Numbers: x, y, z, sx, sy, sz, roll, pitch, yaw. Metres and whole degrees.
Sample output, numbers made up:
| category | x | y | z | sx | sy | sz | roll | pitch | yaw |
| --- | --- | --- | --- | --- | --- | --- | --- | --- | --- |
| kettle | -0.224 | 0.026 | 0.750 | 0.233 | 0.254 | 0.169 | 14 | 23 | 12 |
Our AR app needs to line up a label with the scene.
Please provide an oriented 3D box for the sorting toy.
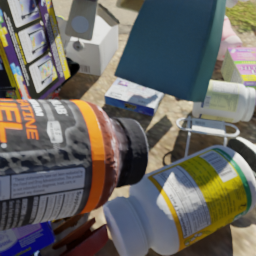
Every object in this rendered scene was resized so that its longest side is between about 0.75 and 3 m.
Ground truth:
| category | x | y | z | sx | sy | sz | roll | pitch | yaw |
| --- | --- | --- | --- | --- | --- | --- | --- | --- | --- |
| sorting toy | -1.430 | 2.147 | 4.765 | 0.992 | 1.452 | 2.417 | 55 | 32 | 10 |

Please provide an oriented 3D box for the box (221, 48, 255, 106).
| category | x | y | z | sx | sy | sz | roll | pitch | yaw |
| --- | --- | --- | --- | --- | --- | --- | --- | --- | --- |
| box | 4.201 | -1.710 | 9.117 | 1.759 | 0.967 | 2.000 | 0 | 45 | 0 |

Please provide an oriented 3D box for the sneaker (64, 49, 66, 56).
| category | x | y | z | sx | sy | sz | roll | pitch | yaw |
| --- | --- | --- | --- | --- | --- | --- | --- | --- | --- |
| sneaker | -2.657 | -2.581 | 9.979 | 0.739 | 0.786 | 1.919 | 41 | 56 | -18 |

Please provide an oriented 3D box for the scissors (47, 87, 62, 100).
| category | x | y | z | sx | sy | sz | roll | pitch | yaw |
| --- | --- | --- | --- | --- | --- | --- | --- | --- | --- |
| scissors | -2.384 | -1.166 | 9.202 | 0.448 | 0.085 | 1.223 | -4 | 44 | 2 |

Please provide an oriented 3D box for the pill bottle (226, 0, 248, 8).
| category | x | y | z | sx | sy | sz | roll | pitch | yaw |
| --- | --- | --- | --- | --- | --- | --- | --- | --- | --- |
| pill bottle | 3.265 | -4.205 | 7.329 | 1.149 | 2.044 | 1.149 | 18 | 55 | -27 |

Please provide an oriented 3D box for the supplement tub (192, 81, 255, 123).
| category | x | y | z | sx | sy | sz | roll | pitch | yaw |
| --- | --- | --- | --- | --- | --- | --- | --- | --- | --- |
| supplement tub | 2.699 | -0.754 | 8.044 | 1.554 | 1.127 | 1.127 | 9 | 45 | 8 |

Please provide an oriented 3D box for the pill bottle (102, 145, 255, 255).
| category | x | y | z | sx | sy | sz | roll | pitch | yaw |
| --- | --- | --- | --- | --- | --- | --- | --- | --- | --- |
| pill bottle | 0.969 | 1.481 | 5.497 | 2.739 | 1.545 | 1.545 | -19 | 48 | -19 |

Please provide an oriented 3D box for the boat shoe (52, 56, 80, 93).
| category | x | y | z | sx | sy | sz | roll | pitch | yaw |
| --- | --- | --- | --- | --- | --- | --- | --- | --- | --- |
| boat shoe | -1.662 | -1.085 | 6.199 | 0.573 | 0.646 | 1.728 | 18 | 36 | 18 |

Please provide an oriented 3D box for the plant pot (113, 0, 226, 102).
| category | x | y | z | sx | sy | sz | roll | pitch | yaw |
| --- | --- | --- | --- | --- | --- | --- | --- | --- | --- |
| plant pot | 1.019 | -1.834 | 5.620 | 1.598 | 2.261 | 1.598 | 22 | 14 | 22 |

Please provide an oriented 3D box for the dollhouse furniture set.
| category | x | y | z | sx | sy | sz | roll | pitch | yaw |
| --- | --- | --- | --- | --- | --- | --- | --- | --- | --- |
| dollhouse furniture set | -0.071 | -2.644 | 6.426 | 2.747 | 2.177 | 1.950 | 11 | 85 | -11 |

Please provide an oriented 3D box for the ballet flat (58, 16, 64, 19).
| category | x | y | z | sx | sy | sz | roll | pitch | yaw |
| --- | --- | --- | --- | --- | --- | --- | --- | --- | --- |
| ballet flat | -3.898 | -4.226 | 11.890 | 2.543 | 0.850 | 0.852 | -20 | 27 | -23 |

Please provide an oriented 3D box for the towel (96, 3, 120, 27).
| category | x | y | z | sx | sy | sz | roll | pitch | yaw |
| --- | --- | --- | --- | --- | --- | --- | --- | --- | --- |
| towel | -0.604 | -2.993 | 7.442 | 0.133 | 0.773 | 0.512 | -58 | 29 | -7 |

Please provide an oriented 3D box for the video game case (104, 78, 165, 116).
| category | x | y | z | sx | sy | sz | roll | pitch | yaw |
| --- | --- | --- | --- | --- | --- | --- | --- | --- | --- |
| video game case | 0.292 | -1.129 | 8.953 | 1.642 | 0.373 | 1.488 | 16 | 47 | 16 |

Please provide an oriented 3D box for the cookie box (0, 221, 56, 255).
| category | x | y | z | sx | sy | sz | roll | pitch | yaw |
| --- | --- | --- | --- | --- | --- | --- | --- | --- | --- |
| cookie box | -2.491 | 1.708 | 5.005 | 1.900 | 0.835 | 2.222 | -23 | 12 | -21 |

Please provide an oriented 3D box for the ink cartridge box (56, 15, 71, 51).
| category | x | y | z | sx | sy | sz | roll | pitch | yaw |
| --- | --- | --- | --- | --- | --- | --- | --- | --- | --- |
| ink cartridge box | -2.659 | -2.834 | 8.123 | 1.796 | 1.311 | 0.755 | 30 | 9 | 11 |

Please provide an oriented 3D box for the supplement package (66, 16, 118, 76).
| category | x | y | z | sx | sy | sz | roll | pitch | yaw |
| --- | --- | --- | --- | --- | --- | --- | --- | --- | --- |
| supplement package | -1.251 | -3.063 | 10.269 | 1.270 | 1.255 | 2.095 | 12 | 46 | 12 |

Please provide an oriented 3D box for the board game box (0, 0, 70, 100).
| category | x | y | z | sx | sy | sz | roll | pitch | yaw |
| --- | --- | --- | --- | --- | --- | --- | --- | --- | --- |
| board game box | -1.740 | -1.452 | 4.626 | 0.554 | 1.952 | 1.614 | 2 | 33 | 16 |

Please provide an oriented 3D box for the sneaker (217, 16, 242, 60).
| category | x | y | z | sx | sy | sz | roll | pitch | yaw |
| --- | --- | --- | --- | --- | --- | --- | --- | --- | --- |
| sneaker | 3.646 | -3.434 | 10.899 | 1.540 | 1.109 | 2.946 | 46 | 36 | 2 |

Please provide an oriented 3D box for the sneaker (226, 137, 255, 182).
| category | x | y | z | sx | sy | sz | roll | pitch | yaw |
| --- | --- | --- | --- | --- | --- | --- | --- | --- | --- |
| sneaker | 3.461 | 0.917 | 6.763 | 1.220 | 0.800 | 2.120 | -21 | 56 | -32 |

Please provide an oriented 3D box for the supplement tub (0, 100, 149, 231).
| category | x | y | z | sx | sy | sz | roll | pitch | yaw |
| --- | --- | --- | --- | --- | --- | --- | --- | --- | --- |
| supplement tub | -1.231 | 0.416 | 3.621 | 2.987 | 1.598 | 1.598 | -3 | 41 | -32 |

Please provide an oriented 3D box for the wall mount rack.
| category | x | y | z | sx | sy | sz | roll | pitch | yaw |
| --- | --- | --- | --- | --- | --- | --- | --- | --- | --- |
| wall mount rack | 2.047 | 0.313 | 7.401 | 1.639 | 0.611 | 1.424 | 8 | 42 | 8 |
